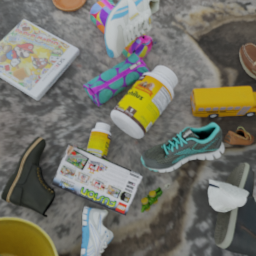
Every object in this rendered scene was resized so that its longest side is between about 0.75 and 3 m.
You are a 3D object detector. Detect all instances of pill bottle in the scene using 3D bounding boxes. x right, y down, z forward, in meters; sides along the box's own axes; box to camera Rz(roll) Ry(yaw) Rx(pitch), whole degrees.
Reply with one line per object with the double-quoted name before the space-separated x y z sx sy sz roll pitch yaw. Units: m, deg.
"pill bottle" -0.896 0.446 8.667 0.628 0.628 1.149 11 74 4
"pill bottle" 0.573 -0.861 8.825 1.238 1.238 2.266 35 75 14

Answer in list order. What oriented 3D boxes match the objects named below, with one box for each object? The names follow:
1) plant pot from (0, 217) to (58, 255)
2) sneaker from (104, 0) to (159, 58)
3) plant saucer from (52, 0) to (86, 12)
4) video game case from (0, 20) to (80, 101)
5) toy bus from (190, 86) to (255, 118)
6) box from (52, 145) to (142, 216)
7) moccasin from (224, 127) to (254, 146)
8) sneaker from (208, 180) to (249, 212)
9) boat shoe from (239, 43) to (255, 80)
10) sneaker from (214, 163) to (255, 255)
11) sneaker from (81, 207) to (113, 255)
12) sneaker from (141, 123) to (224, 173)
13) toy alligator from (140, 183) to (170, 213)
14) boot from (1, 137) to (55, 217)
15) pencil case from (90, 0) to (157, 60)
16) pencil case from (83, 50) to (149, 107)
"plant pot" -3.004 3.540 6.644 2.444 1.735 2.444 11 59 -18
"sneaker" 0.106 -3.374 8.977 1.134 1.074 2.807 17 66 16
"plant saucer" -2.355 -5.186 11.291 1.354 0.253 1.354 0 66 0
"video game case" -3.534 -2.546 10.150 2.661 0.305 2.422 31 70 12
"toy bus" 3.223 -0.848 9.101 2.294 0.898 0.747 -3 67 0
"box" -0.875 1.478 8.014 2.267 0.394 1.248 24 88 -1
"moccasin" 3.452 0.258 8.595 1.288 0.497 0.471 5 20 -31
"sneaker" 2.531 1.850 7.247 0.715 1.871 0.753 14 87 4
"boat shoe" 4.844 -1.995 9.572 0.990 0.939 2.615 -27 70 -11
"sneaker" 3.370 2.329 7.905 1.334 0.939 2.512 25 68 -4
"sneaker" -0.833 3.134 7.522 0.875 0.757 2.018 1 64 -6
"sneaker" 1.613 0.471 8.311 2.609 1.190 1.012 -16 45 -7
"toy alligator" 0.736 1.999 8.204 1.230 0.408 0.295 -36 37 -26
"boot" -2.578 1.440 8.311 1.428 0.800 2.065 24 82 5
"pencil case" -0.230 -3.554 10.138 1.185 1.185 2.681 -39 72 -15
"pencil case" -0.390 -1.601 9.180 2.122 0.981 0.903 -35 92 -8
